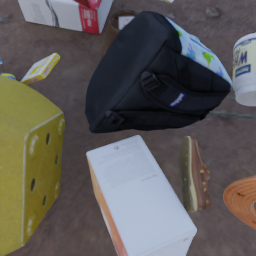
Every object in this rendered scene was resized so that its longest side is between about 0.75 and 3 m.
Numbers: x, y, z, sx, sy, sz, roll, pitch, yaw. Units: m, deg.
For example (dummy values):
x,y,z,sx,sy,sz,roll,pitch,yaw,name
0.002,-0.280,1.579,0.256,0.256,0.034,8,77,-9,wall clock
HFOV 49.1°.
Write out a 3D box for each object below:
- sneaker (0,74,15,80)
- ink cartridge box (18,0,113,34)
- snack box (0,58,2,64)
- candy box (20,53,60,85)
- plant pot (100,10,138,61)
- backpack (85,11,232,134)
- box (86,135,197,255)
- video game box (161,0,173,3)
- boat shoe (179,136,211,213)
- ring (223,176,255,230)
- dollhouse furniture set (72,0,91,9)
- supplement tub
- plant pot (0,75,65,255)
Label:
x,y,z,sx,sy,sz,roll,pitch,yaw,name
-3.989,-1.218,8.226,1.360,0.448,0.533,-10,68,-5,sneaker
-2.022,-4.480,9.456,2.716,1.125,1.993,11,65,5,ink cartridge box
-3.224,-2.225,5.358,1.287,2.215,0.411,6,27,45,snack box
-1.774,-1.141,5.575,1.097,0.145,0.561,-1,52,51,candy box
-0.033,-2.335,8.009,1.708,1.828,1.708,0,64,0,plant pot
0.715,-0.832,5.055,2.587,2.110,1.989,13,43,-34,backpack
0.108,1.224,4.254,0.912,1.305,1.714,-17,49,-15,box
-0.689,-3.314,5.469,2.653,0.621,2.417,-1,33,-43,video game box
0.876,0.589,3.649,0.327,0.349,0.969,-3,84,-11,boat shoe
2.548,1.244,3.809,2.420,2.420,0.232,24,63,11,ring
-1.349,-4.550,6.588,1.542,2.866,1.166,-47,55,-7,dollhouse furniture set
2.836,-1.263,6.193,0.986,0.986,1.360,7,73,3,supplement tub
-2.575,0.480,4.317,2.829,2.766,2.747,7,103,1,plant pot
